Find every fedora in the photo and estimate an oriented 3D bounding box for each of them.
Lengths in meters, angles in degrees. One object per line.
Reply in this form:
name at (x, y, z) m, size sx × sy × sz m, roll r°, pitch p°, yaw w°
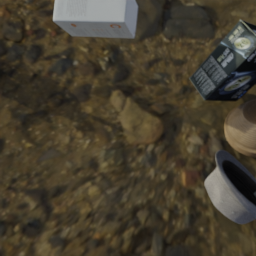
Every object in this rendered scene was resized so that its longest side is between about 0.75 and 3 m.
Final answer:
fedora at (2.626, 1.602, 7.020) m, size 1.982 × 0.895 × 1.753 m, roll 45°, pitch 28°, yaw 8°

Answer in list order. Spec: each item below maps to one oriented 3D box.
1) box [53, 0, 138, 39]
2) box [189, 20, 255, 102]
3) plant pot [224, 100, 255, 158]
box at (-0.847, -3.149, 7.705) m, size 1.984 × 1.234 × 0.967 m, roll 7°, pitch 91°, yaw 13°
box at (3.120, -1.767, 7.944) m, size 1.725 × 2.106 × 0.907 m, roll -2°, pitch 54°, yaw -39°
plant pot at (3.751, -0.189, 8.004) m, size 1.938 × 0.895 × 1.938 m, roll -11°, pitch 50°, yaw 13°
